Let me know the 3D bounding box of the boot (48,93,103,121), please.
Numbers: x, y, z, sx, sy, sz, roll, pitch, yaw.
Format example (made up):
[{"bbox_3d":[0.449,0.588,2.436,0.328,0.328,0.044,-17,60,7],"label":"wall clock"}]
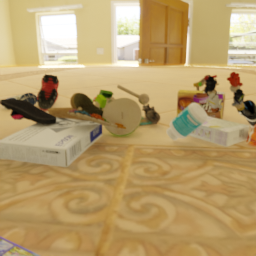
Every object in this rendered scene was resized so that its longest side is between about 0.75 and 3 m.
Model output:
[{"bbox_3d":[-2.009,-0.556,9.547,1.967,0.650,1.723,1,-26,31],"label":"boot"}]

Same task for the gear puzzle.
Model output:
[{"bbox_3d":[-0.806,-0.256,8.327,1.859,0.243,0.963,18,-5,-32],"label":"gear puzzle"}]

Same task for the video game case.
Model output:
[{"bbox_3d":[-1.752,1.846,3.187,1.456,0.331,1.320,9,19,28],"label":"video game case"}]

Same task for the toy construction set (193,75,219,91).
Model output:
[{"bbox_3d":[3.245,-1.712,12.416,1.202,1.304,1.564,-11,31,38],"label":"toy construction set"}]

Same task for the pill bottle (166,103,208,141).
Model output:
[{"bbox_3d":[1.728,-0.137,8.439,0.680,1.228,0.680,31,34,-24],"label":"pill bottle"}]

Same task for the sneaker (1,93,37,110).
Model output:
[{"bbox_3d":[-5.293,-1.331,13.555,0.759,0.687,1.783,9,18,42],"label":"sneaker"}]

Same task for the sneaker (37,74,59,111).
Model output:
[{"bbox_3d":[-3.938,-1.515,13.742,0.934,1.292,2.644,9,37,-15],"label":"sneaker"}]

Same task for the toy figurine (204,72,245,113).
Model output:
[{"bbox_3d":[3.232,-1.136,9.396,1.251,0.871,1.232,-11,53,15],"label":"toy figurine"}]

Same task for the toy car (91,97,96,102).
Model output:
[{"bbox_3d":[-1.959,-1.453,14.654,1.138,0.254,1.071,-2,16,-5],"label":"toy car"}]

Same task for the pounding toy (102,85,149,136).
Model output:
[{"bbox_3d":[-0.068,-0.438,9.622,1.333,1.727,0.801,20,-15,17],"label":"pounding toy"}]

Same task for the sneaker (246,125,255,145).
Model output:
[{"bbox_3d":[4.000,0.256,8.660,0.485,0.459,1.259,22,32,23],"label":"sneaker"}]

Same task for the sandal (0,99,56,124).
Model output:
[{"bbox_3d":[-3.319,-0.425,9.039,2.525,0.569,0.948,24,21,34],"label":"sandal"}]

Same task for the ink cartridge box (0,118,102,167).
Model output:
[{"bbox_3d":[-2.457,0.263,8.233,2.726,0.553,2.721,4,17,13],"label":"ink cartridge box"}]

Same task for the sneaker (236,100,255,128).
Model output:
[{"bbox_3d":[4.368,-0.776,10.259,0.599,0.917,1.639,-29,33,11],"label":"sneaker"}]

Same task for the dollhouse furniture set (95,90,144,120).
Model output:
[{"bbox_3d":[-0.609,-0.594,11.150,1.259,0.973,2.519,5,27,-34],"label":"dollhouse furniture set"}]

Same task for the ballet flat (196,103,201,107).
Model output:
[{"bbox_3d":[2.528,-0.573,10.646,0.340,0.370,1.079,23,43,2],"label":"ballet flat"}]

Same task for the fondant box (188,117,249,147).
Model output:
[{"bbox_3d":[2.794,0.063,9.026,1.212,0.489,1.680,-12,19,-38],"label":"fondant box"}]

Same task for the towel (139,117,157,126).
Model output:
[{"bbox_3d":[0.375,-0.247,10.744,1.240,0.135,0.909,-7,18,-23],"label":"towel"}]

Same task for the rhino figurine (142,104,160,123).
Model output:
[{"bbox_3d":[0.824,-0.558,10.710,0.431,0.630,1.442,-36,21,-2],"label":"rhino figurine"}]

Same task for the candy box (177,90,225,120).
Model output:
[{"bbox_3d":[2.960,-0.948,11.461,1.849,1.079,0.522,7,19,20],"label":"candy box"}]
